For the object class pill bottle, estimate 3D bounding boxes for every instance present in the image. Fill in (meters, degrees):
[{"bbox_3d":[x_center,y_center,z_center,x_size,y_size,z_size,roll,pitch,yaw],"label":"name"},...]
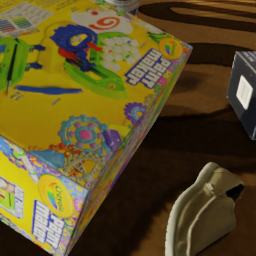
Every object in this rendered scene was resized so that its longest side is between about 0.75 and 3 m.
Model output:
[{"bbox_3d":[-0.319,-3.987,8.284,1.389,2.503,1.389,4,65,-8],"label":"pill bottle"}]

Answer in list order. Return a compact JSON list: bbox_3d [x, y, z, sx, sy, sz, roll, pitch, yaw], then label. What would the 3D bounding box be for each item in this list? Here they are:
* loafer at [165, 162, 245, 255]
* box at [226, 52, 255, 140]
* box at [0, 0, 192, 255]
[{"bbox_3d":[1.286,1.322,4.421,0.798,0.862,2.293,15,36,30],"label":"loafer"},{"bbox_3d":[4.221,-0.932,7.303,2.458,1.527,2.478,2,33,1],"label":"box"},{"bbox_3d":[-1.015,-0.473,3.591,2.649,1.678,2.750,31,45,7],"label":"box"}]
